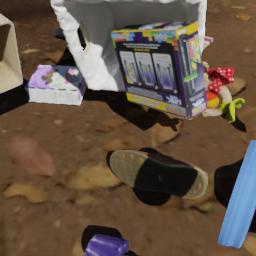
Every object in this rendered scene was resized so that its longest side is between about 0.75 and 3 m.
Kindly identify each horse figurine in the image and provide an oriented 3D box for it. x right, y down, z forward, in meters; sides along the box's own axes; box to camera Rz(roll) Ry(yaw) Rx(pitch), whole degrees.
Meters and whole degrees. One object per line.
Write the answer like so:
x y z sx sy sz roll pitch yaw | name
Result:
1.888 -1.450 9.203 2.654 0.663 1.759 1 54 -7 | horse figurine

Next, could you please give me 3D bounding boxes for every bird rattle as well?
1.760 -0.633 5.656 0.957 1.174 0.661 -18 26 40 | bird rattle

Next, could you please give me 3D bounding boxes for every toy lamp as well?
0.466 2.582 4.766 2.618 0.762 0.762 18 45 20 | toy lamp

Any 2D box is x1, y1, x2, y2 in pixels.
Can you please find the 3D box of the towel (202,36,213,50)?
2.916 -3.678 12.100 1.069 0.169 1.483 23 45 26 | towel

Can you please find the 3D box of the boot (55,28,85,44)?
-2.294 -4.414 12.547 1.357 0.617 1.615 27 55 21 | boot

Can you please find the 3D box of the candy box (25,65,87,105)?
-2.292 -1.462 9.303 1.713 0.613 1.437 4 42 4 | candy box

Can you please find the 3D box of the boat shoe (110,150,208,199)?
0.699 1.021 6.554 2.337 0.841 0.789 11 10 23 | boat shoe

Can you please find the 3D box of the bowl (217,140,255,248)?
1.500 0.848 3.580 0.273 1.390 1.390 18 45 24 | bowl

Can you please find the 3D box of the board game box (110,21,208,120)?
0.610 -1.261 5.926 0.597 1.740 2.105 -31 31 -25 | board game box

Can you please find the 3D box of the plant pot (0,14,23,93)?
-3.505 -1.685 5.831 1.777 1.779 1.575 -32 69 -29 | plant pot

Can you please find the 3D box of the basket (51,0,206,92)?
0.312 -2.589 6.638 2.992 2.965 2.406 6 62 13 | basket
